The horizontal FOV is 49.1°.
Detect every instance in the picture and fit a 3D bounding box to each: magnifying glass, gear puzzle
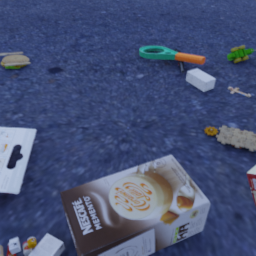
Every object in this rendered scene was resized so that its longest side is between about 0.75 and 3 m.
[{"bbox_3d":[1.726,-2.981,11.437,2.898,0.325,1.154,22,39,32],"label":"magnifying glass"},{"bbox_3d":[2.849,0.287,7.757,1.524,0.200,0.789,15,43,22],"label":"gear puzzle"}]

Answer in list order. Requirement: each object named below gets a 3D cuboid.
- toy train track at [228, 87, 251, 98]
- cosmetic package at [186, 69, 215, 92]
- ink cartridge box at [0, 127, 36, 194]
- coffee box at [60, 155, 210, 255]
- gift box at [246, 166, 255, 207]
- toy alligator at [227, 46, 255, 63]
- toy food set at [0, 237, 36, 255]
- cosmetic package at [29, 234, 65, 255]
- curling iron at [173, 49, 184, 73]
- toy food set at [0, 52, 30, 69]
[{"bbox_3d":[3.858,-1.269,9.705,0.804,0.131,0.461,31,48,32],"label":"toy train track"},{"bbox_3d":[2.590,-1.726,10.045,0.515,0.406,0.957,-19,43,-24],"label":"cosmetic package"},{"bbox_3d":[-3.855,0.863,6.808,2.823,0.708,2.289,4,38,-9],"label":"ink cartridge box"},{"bbox_3d":[0.109,1.635,5.422,2.452,0.977,1.402,-16,42,-19],"label":"coffee box"},{"bbox_3d":[3.172,1.091,5.889,1.025,1.013,1.098,-27,20,-27],"label":"gift box"},{"bbox_3d":[4.767,-3.093,11.692,1.938,0.575,0.526,-19,2,-21],"label":"toy alligator"},{"bbox_3d":[-2.158,2.190,5.166,0.913,0.436,0.411,-18,42,-15],"label":"toy food set"},{"bbox_3d":[-1.611,2.429,5.023,0.405,0.248,0.980,20,43,23],"label":"cosmetic package"},{"bbox_3d":[2.073,-2.691,11.342,0.445,0.230,1.796,29,37,-23],"label":"curling iron"},{"bbox_3d":[-4.597,-2.685,11.383,1.100,0.320,1.594,-12,34,-25],"label":"toy food set"}]
